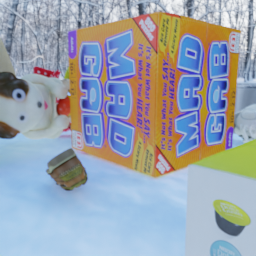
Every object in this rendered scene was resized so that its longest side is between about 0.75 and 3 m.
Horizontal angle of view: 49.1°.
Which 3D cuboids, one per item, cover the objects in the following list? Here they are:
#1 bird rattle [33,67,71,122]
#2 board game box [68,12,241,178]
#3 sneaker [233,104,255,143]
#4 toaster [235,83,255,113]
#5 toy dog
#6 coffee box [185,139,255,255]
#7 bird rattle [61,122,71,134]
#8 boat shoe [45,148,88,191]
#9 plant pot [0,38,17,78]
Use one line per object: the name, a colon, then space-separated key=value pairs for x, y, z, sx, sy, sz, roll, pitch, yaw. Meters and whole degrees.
bird rattle: x=-1.901 y=-0.906 z=8.329 sx=1.246 sy=1.803 sz=2.212 roll=12 pitch=21 yaw=18
board game box: x=0.468 y=-0.697 z=5.464 sx=2.340 sy=2.340 sz=2.342 roll=-9 pitch=14 yaw=-41
sneaker: x=2.891 y=0.056 z=5.596 sx=1.202 sy=1.114 sz=2.966 roll=-15 pitch=8 yaw=7
toaster: x=4.284 y=-0.856 z=9.379 sx=1.145 sy=1.301 sz=2.014 roll=-8 pitch=13 yaw=-42
toy dog: x=-2.157 y=-0.496 z=5.612 sx=2.029 sy=1.460 sz=2.093 roll=11 pitch=2 yaw=-11
coffee box: x=1.044 y=0.681 z=1.410 sx=1.111 sy=1.099 sz=1.109 roll=-10 pitch=14 yaw=-43
bird rattle: x=-1.147 y=0.044 z=6.970 sx=0.998 sy=0.690 sz=1.225 roll=14 pitch=-20 yaw=-40
boat shoe: x=-0.778 y=0.613 z=3.625 sx=0.466 sy=0.440 sz=1.295 roll=-33 pitch=-4 yaw=-12
plant pot: x=-4.271 y=-1.313 z=8.097 sx=2.495 sy=2.664 sz=2.495 roll=0 pitch=11 yaw=0
